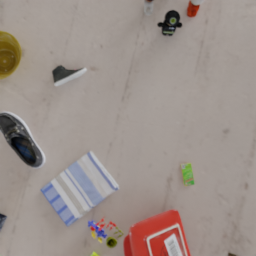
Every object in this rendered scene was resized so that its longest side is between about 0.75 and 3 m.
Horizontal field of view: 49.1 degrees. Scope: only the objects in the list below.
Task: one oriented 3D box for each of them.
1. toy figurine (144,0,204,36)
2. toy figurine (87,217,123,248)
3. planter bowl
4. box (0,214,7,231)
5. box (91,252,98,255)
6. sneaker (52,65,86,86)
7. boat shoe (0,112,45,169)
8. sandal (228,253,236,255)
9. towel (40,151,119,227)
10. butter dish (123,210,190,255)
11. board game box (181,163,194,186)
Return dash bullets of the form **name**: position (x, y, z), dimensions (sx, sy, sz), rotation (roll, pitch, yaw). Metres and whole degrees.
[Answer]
- **toy figurine**: position (1.804, -5.239, 11.630), dimensions (2.207, 1.535, 2.172), rotation (-39, 86, -3)
- **toy figurine**: position (-1.079, 4.001, 11.188), dimensions (0.883, 1.003, 1.674), rotation (-53, 130, -17)
- **planter bowl**: position (-5.329, -2.902, 11.732), dimensions (2.080, 0.866, 2.080), rotation (0, 84, 1)
- **box**: position (-5.515, 3.815, 11.245), dimensions (0.910, 0.473, 0.828), rotation (22, 86, 3)
- **box**: position (-1.147, 5.599, 11.174), dimensions (1.131, 0.270, 0.690), rotation (36, 86, 4)
- **sneaker**: position (-2.553, -2.400, 11.841), dimensions (1.499, 0.530, 0.743), rotation (-23, 90, 2)
- **boat shoe**: position (-4.470, 0.468, 11.346), dimensions (0.997, 0.944, 2.850), rotation (-35, 85, -3)
- **sandal**: position (4.473, 5.352, 10.637), dimensions (1.614, 0.660, 0.441), rotation (22, 80, 45)
- **towel**: position (-1.980, 2.478, 11.464), dimensions (2.703, 0.322, 1.985), rotation (-37, 85, -3)
- **butter dish**: position (0.816, 4.768, 10.465), dimensions (2.795, 2.072, 2.803), rotation (-4, 74, -42)
- **board game box**: position (2.465, 1.936, 11.616), dimensions (0.428, 0.134, 0.897), rotation (-9, 82, 0)
